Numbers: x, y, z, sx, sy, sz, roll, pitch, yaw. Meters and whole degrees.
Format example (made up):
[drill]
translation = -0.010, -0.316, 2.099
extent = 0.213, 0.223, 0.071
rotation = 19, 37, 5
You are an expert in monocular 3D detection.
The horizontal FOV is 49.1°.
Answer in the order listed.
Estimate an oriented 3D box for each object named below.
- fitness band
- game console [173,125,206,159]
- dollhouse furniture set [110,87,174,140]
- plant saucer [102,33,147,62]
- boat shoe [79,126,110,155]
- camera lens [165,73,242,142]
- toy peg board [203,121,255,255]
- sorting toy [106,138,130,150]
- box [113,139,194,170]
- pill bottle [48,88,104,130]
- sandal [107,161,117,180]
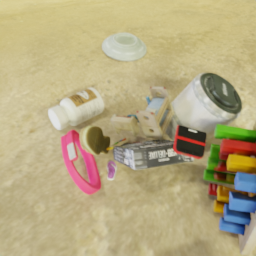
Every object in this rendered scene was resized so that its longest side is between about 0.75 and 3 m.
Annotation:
[fitness band]
translation = -1.519, 1.080, 9.066
extent = 0.443, 1.700, 2.367
rotation = -28, 40, 5
[game console]
translation = 1.784, 0.416, 8.056
extent = 0.937, 0.145, 0.829
rotation = 16, 70, -10
[dollhouse furniture set]
translation = 0.421, -0.557, 9.524
extent = 1.785, 1.251, 1.258
rotation = 7, 52, 30
[plant saucer]
translation = -0.196, -5.018, 16.711
extent = 2.712, 0.681, 2.712
rotation = 4, 48, -5
[boat shoe]
translation = -1.197, 0.425, 9.189
extent = 0.752, 2.391, 0.872
rotation = 7, 84, 11
[camera lens]
translation = 2.634, -0.609, 10.118
extent = 1.967, 2.459, 1.967
rotation = 18, 49, -22
[toy peg board]
translation = 2.936, 1.474, 7.823
extent = 1.357, 2.775, 2.763
rotation = 9, 40, 11
[sorting toy]
translation = -0.349, 0.519, 9.304
extent = 0.753, 0.101, 0.561
rotation = -29, 8, -25
[box]
translation = 0.690, 0.788, 9.070
extent = 1.886, 0.595, 2.391
rotation = -6, 3, -18
[pill bottle]
translation = -2.171, -0.770, 11.695
extent = 2.101, 1.201, 1.201
rotation = -30, 49, -30
[sandal]
translation = -0.575, 1.460, 9.871
extent = 0.356, 0.215, 0.875
rotation = -2, 41, -2
